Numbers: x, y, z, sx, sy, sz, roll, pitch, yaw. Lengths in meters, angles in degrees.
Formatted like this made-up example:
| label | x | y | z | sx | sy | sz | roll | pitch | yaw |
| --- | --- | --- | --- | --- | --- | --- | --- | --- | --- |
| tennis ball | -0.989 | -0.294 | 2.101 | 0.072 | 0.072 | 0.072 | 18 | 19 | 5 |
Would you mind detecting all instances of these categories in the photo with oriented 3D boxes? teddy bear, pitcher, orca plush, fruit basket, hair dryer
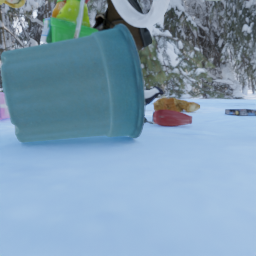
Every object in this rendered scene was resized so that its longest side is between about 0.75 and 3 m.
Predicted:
| label | x | y | z | sx | sy | sz | roll | pitch | yaw |
| --- | --- | --- | --- | --- | --- | --- | --- | --- | --- |
| teddy bear | 2.275 | -1.111 | 13.127 | 1.590 | 0.732 | 2.194 | -4 | 8 | -43 |
| pitcher | -0.263 | -2.411 | 3.017 | 2.312 | 1.983 | 1.401 | 40 | 46 | 18 |
| orca plush | 0.299 | -1.420 | 14.180 | 2.899 | 1.525 | 1.031 | -30 | -19 | -28 |
| fruit basket | -1.624 | -3.392 | 7.688 | 1.304 | 2.783 | 2.578 | 0 | 19 | -25 |
| hair dryer | 1.111 | -0.303 | 7.723 | 1.216 | 0.434 | 1.597 | -4 | 9 | -35 |

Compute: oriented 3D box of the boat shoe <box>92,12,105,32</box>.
| label | x | y | z | sx | sy | sz | roll | pitch | yaw |
| --- | --- | --- | --- | --- | --- | --- | --- | --- | --- |
| boat shoe | -0.910 | -4.278 | 11.224 | 0.736 | 1.975 | 0.724 | -4 | -38 | 24 |

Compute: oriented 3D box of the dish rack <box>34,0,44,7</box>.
| label | x | y | z | sx | sy | sz | roll | pitch | yaw |
| --- | --- | --- | --- | --- | --- | --- | --- | --- | --- |
| dish rack | -1.513 | -2.794 | 5.124 | 0.230 | 0.905 | 1.055 | 19 | 35 | -19 |

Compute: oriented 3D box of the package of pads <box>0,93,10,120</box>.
| label | x | y | z | sx | sy | sz | roll | pitch | yaw |
| --- | --- | --- | --- | --- | --- | --- | --- | --- | --- |
| package of pads | -4.537 | -0.737 | 9.341 | 1.423 | 0.894 | 2.362 | -3 | 7 | -3 |

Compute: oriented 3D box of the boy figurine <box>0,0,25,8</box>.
| label | x | y | z | sx | sy | sz | roll | pitch | yaw |
| --- | --- | --- | --- | --- | --- | --- | --- | --- | --- |
| boy figurine | -3.339 | -3.230 | 6.862 | 1.183 | 0.613 | 1.902 | -36 | 4 | 28 |

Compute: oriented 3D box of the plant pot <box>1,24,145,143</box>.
| label | x | y | z | sx | sy | sz | roll | pitch | yaw |
| --- | --- | --- | --- | --- | --- | --- | --- | --- | --- |
| plant pot | -1.015 | -0.681 | 5.025 | 2.060 | 2.103 | 2.103 | -9 | 9 | -14 |

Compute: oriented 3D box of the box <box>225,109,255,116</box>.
| label | x | y | z | sx | sy | sz | roll | pitch | yaw |
| --- | --- | --- | --- | --- | --- | --- | --- | --- | --- |
| box | 4.551 | -0.625 | 11.159 | 0.976 | 0.243 | 0.969 | -2 | 6 | -12 |

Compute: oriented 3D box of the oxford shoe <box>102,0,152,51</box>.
| label | x | y | z | sx | sy | sz | roll | pitch | yaw |
| --- | --- | --- | --- | --- | --- | --- | --- | --- | --- |
| oxford shoe | -0.217 | -2.834 | 7.387 | 1.151 | 0.991 | 2.727 | -34 | -31 | 2 |

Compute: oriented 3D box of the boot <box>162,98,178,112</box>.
| label | x | y | z | sx | sy | sz | roll | pitch | yaw |
| --- | --- | --- | --- | --- | --- | --- | --- | --- | --- |
| boot | 1.460 | -0.602 | 8.909 | 0.359 | 0.727 | 0.937 | -4 | 8 | -31 |
